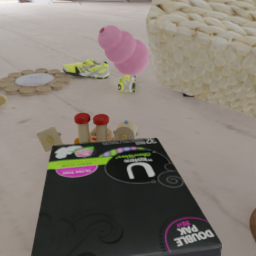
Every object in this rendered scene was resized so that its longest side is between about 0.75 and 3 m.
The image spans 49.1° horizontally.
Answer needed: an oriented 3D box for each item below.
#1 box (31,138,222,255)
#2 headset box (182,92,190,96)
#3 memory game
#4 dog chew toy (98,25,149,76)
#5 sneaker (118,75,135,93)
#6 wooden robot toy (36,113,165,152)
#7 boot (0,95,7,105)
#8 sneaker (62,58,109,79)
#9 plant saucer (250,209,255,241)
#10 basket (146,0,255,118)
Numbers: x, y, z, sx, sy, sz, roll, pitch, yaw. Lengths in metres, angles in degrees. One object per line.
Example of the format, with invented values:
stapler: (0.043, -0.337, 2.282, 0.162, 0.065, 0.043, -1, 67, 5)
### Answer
box: (-0.154, 1.283, 3.626, 1.739, 1.456, 2.342, -4, 24, -8)
headset box: (2.603, -1.666, 9.800, 1.524, 0.707, 1.327, 1, 30, 1)
memory game: (-3.481, -1.767, 10.528, 2.639, 0.168, 2.639, 1, 30, 0)
dog chew toy: (-0.157, -2.012, 7.162, 0.973, 0.973, 1.563, 33, 2, 44)
sneaker: (-0.030, -1.788, 10.137, 0.607, 0.599, 1.588, 2, 28, 2)
wooden robot toy: (-0.528, 0.167, 6.285, 2.720, 1.198, 1.234, 5, 19, 7)
boot: (-4.240, -0.696, 8.439, 0.994, 0.362, 0.773, -3, 30, -4)
sneaker: (-1.653, -2.410, 11.040, 1.843, 0.704, 0.695, 3, 29, -1)
plant saucer: (2.786, 1.633, 4.432, 1.567, 0.287, 1.567, 0, 30, 0)
basket: (1.872, -1.699, 4.649, 2.625, 2.130, 2.649, 21, -8, 12)
